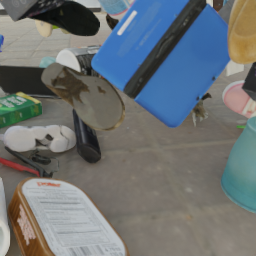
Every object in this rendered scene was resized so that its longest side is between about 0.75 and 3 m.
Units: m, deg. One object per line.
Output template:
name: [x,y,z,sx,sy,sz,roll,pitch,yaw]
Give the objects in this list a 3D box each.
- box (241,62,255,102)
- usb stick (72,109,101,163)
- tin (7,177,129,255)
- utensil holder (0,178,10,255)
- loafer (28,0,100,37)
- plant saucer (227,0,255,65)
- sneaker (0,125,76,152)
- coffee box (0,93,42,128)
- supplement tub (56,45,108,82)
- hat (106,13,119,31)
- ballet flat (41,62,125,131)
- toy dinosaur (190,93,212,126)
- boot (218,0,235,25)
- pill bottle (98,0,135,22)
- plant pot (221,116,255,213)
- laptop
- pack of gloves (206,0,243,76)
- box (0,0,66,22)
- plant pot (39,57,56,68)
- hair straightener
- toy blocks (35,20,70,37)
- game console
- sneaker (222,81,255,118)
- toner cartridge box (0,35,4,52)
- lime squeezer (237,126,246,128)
box: [3.698,-1.488,6.262,1.277,2.090,1.108,29,7,38]
usb stick: [-1.206,0.101,7.815,0.420,0.714,2.574,-45,28,10]
tin: [-0.973,1.576,4.441,1.432,0.535,2.557,19,10,-41]
utensil holder: [-2.637,1.408,4.538,1.258,1.258,1.480,-12,28,-22]
loafer: [-2.079,-3.517,8.586,2.591,0.943,0.937,9,18,-40]
plant saucer: [1.570,-1.337,2.753,1.598,1.598,0.283,-17,60,-30]
sneaker: [-2.365,0.248,7.339,1.866,0.701,1.073,1,3,-42]
coffee box: [-4.170,-0.527,9.172,1.397,0.500,2.273,24,35,38]
supplement tub: [-1.572,-2.673,12.060,1.656,1.656,2.703,21,29,35]
hat: [-0.117,-3.445,9.098,2.001,2.001,0.807,22,76,36]
ballet flat: [-0.856,-0.621,5.381,2.475,0.574,0.834,32,85,39]
toy dinosaur: [2.048,-0.949,9.550,1.179,0.888,2.306,-39,19,-3]
boot: [2.714,-2.156,5.305,0.833,1.571,2.386,-2,35,-46]
pill bottle: [-0.263,-2.936,5.990,0.860,1.582,0.860,-16,56,26]
plant pot: [2.867,0.643,5.696,1.661,1.561,1.661,0,28,0]
laptop: [-3.670,-2.024,11.031,2.445,1.514,2.612,5,27,9]
pack of gloves: [2.649,-2.847,7.621,2.485,2.958,0.584,-20,18,-37]
box: [-2.176,-3.507,6.640,1.056,1.217,1.991,-23,21,32]
plant pot: [-3.572,-2.563,12.752,1.123,1.123,0.752,8,55,15]
hair straightener: [-2.278,0.717,6.569,1.788,0.366,0.688,12,60,30]
toy blocks: [-1.839,-4.461,9.895,2.689,2.242,0.977,-26,56,-38]
game console: [0.601,-1.232,4.678,1.581,1.852,1.096,41,6,33]
sneaker: [4.166,-0.435,7.921,2.883,1.085,1.507,21,29,2]
toner cartridge box: [-4.143,-2.519,8.007,1.013,0.481,0.219,9,5,-15]
lime squeezer: [4.041,0.021,8.499,1.304,0.246,0.461,-1,-6,0]
